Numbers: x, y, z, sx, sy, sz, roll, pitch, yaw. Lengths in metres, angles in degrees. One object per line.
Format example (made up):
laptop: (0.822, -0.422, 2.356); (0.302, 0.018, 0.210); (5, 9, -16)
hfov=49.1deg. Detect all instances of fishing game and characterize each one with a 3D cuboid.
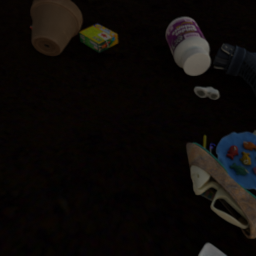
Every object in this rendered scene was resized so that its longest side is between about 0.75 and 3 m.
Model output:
fishing game: (3.656, 0.855, 8.299); (2.885, 0.448, 2.066); (11, 52, 12)

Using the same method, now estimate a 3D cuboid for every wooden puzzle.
wooden puzzle: (2.233, 1.743, 7.748); (0.801, 0.056, 0.475); (26, 53, 21)

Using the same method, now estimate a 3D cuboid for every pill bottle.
pill bottle: (2.453, -3.299, 11.397); (1.422, 1.422, 2.533); (-5, 48, -5)

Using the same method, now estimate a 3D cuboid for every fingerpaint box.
fingerpaint box: (-1.347, -4.089, 12.745); (1.370, 0.503, 1.143); (36, 58, 28)

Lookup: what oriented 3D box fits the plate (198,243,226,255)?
plate: (1.973, 3.812, 5.679); (2.063, 0.333, 2.059); (32, 54, 25)

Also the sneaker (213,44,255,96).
sneaker: (4.239, -2.062, 10.343); (2.145, 1.128, 2.968); (18, 40, 2)

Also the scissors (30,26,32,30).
scissors: (-4.319, -5.058, 13.916); (1.083, 0.075, 0.396); (-20, 49, -15)

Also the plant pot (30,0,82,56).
plant pot: (-3.227, -4.212, 12.040); (2.208, 2.208, 1.926); (6, 66, 5)

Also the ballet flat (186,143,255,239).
ballet flat: (2.333, 1.576, 7.265); (0.990, 1.002, 2.944); (-36, 59, -15)

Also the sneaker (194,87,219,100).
sneaker: (2.908, -1.348, 10.407); (0.938, 0.365, 0.466); (17, 43, 3)
